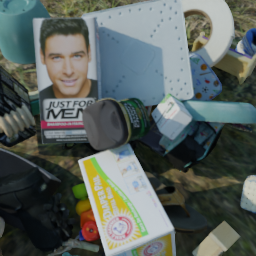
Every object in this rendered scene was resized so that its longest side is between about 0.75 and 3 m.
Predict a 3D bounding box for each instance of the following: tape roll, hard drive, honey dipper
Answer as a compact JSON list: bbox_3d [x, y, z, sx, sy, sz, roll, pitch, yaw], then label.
[{"bbox_3d":[2.152,-3.178,9.369,2.655,2.655,0.485,32,17,20],"label":"tape roll"},{"bbox_3d":[-3.149,1.403,7.199,2.405,0.509,1.622,23,58,15],"label":"hard drive"},{"bbox_3d":[-3.425,0.350,6.007,2.848,0.541,0.541,-31,60,-25],"label":"honey dipper"}]

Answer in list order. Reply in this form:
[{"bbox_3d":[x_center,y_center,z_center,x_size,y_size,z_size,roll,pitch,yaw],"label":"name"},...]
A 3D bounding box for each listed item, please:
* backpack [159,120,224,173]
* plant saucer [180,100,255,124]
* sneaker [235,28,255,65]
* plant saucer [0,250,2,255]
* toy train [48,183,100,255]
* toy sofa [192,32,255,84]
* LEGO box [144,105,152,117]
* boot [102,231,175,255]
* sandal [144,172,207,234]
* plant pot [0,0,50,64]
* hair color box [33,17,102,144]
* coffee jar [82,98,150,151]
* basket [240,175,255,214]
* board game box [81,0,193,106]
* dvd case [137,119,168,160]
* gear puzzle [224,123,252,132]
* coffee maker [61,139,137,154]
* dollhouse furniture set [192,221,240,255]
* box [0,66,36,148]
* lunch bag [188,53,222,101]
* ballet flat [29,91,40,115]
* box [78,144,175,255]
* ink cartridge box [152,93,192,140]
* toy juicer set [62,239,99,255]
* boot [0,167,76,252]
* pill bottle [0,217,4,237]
[{"bbox_3d":[1.688,0.170,7.322,1.610,1.415,1.234,-37,77,-31],"label":"backpack"},{"bbox_3d":[2.233,-0.476,7.355,2.481,2.481,0.446,2,98,2],"label":"plant saucer"},{"bbox_3d":[4.953,-2.409,9.460,1.061,1.173,2.753,-39,64,-24],"label":"sneaker"},{"bbox_3d":[-3.649,2.727,5.586,2.802,0.413,2.802,-1,87,14],"label":"plant saucer"},{"bbox_3d":[-0.986,1.898,6.408,2.345,0.993,1.357,-18,70,-10],"label":"toy train"},{"bbox_3d":[3.334,-2.523,9.717,2.131,0.883,1.040,32,62,20],"label":"toy sofa"},{"bbox_3d":[0.406,-1.615,8.490,0.950,1.834,2.462,12,57,8],"label":"LEGO box"},{"bbox_3d":[0.258,2.498,6.400,1.254,0.630,1.739,35,65,23],"label":"boot"},{"bbox_3d":[0.909,1.622,6.633,0.910,0.608,2.227,-12,35,-29],"label":"sandal"},{"bbox_3d":[-3.714,-3.670,9.998,2.165,1.738,2.165,0,55,0],"label":"plant pot"},{"bbox_3d":[-1.345,-1.070,6.604,1.375,0.842,2.777,-2,98,0],"label":"hair color box"},{"bbox_3d":[-0.200,-0.131,6.101,0.839,1.966,1.025,-18,90,22],"label":"coffee jar"},{"bbox_3d":[3.098,1.588,6.627,0.742,1.066,0.940,12,96,33],"label":"basket"},{"bbox_3d":[0.239,-1.762,7.001,2.449,0.317,2.450,-8,99,7],"label":"board game box"},{"bbox_3d":[1.404,0.034,8.373,1.455,0.156,1.957,32,60,20],"label":"dvd case"},{"bbox_3d":[2.822,-0.206,7.963,0.708,0.179,1.368,9,13,-36],"label":"gear puzzle"},{"bbox_3d":[-0.746,0.456,7.686,1.534,1.033,1.474,41,106,25],"label":"coffee maker"},{"bbox_3d":[0.979,2.851,4.364,1.826,2.065,1.148,-15,50,-43],"label":"dollhouse furniture set"},{"bbox_3d":[-3.435,-0.727,7.131,0.902,2.095,1.715,-26,60,6],"label":"box"},{"bbox_3d":[1.979,-1.421,8.539,1.253,0.591,1.563,-37,101,14],"label":"lunch bag"},{"bbox_3d":[-2.127,-1.050,8.745,2.559,0.863,0.798,-11,46,-8],"label":"ballet flat"},{"bbox_3d":[-0.066,1.528,5.275,1.102,1.223,2.175,-18,41,-10],"label":"box"},{"bbox_3d":[0.992,-0.281,6.530,0.408,0.706,0.967,31,19,-22],"label":"ink cartridge box"},{"bbox_3d":[-0.960,3.093,6.061,1.037,0.444,1.630,-7,55,-4],"label":"toy juicer set"},{"bbox_3d":[-2.302,1.879,6.269,2.134,1.749,0.790,-17,15,28],"label":"boot"},{"bbox_3d":[-3.865,2.117,6.414,1.782,0.990,0.990,23,58,16],"label":"pill bottle"}]
